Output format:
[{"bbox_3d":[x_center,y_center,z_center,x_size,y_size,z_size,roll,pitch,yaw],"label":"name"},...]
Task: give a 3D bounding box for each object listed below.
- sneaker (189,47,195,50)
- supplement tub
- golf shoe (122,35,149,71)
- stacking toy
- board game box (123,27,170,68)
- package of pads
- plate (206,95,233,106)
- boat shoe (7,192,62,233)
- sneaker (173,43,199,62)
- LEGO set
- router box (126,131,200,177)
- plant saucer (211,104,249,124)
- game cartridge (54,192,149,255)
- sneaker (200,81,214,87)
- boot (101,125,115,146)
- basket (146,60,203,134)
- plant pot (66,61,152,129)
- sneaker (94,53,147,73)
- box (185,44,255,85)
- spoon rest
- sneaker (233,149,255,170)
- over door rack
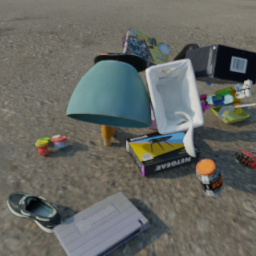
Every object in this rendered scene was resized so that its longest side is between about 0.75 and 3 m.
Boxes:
[{"bbox_3d":[2.493,-2.597,11.145,0.629,1.391,0.462,16,58,37],"label":"sneaker"},{"bbox_3d":[2.238,1.364,7.685,0.622,1.015,0.622,-18,40,16],"label":"supplement tub"},{"bbox_3d":[0.331,-3.236,12.263,0.661,1.820,0.838,-31,-9,17],"label":"golf shoe"},{"bbox_3d":[-3.114,0.704,11.381,1.234,0.521,1.117,-12,10,-21],"label":"stacking toy"},{"bbox_3d":[0.767,-3.132,11.355,1.888,0.327,1.279,19,63,-19],"label":"board game box"},{"bbox_3d":[1.751,-0.386,12.016,2.014,1.213,0.762,6,72,9],"label":"package of pads"},{"bbox_3d":[4.643,-1.378,14.245,1.445,0.185,1.445,-6,24,3],"label":"plate"},{"bbox_3d":[-2.886,2.388,8.554,2.151,0.649,0.813,16,38,22],"label":"boat shoe"},{"bbox_3d":[2.629,-3.175,12.246,0.667,0.578,1.612,-5,-12,-30],"label":"sneaker"},{"bbox_3d":[3.159,-0.810,8.911,0.733,0.789,1.923,2,-11,-40],"label":"LEGO set"},{"bbox_3d":[1.306,0.854,10.815,2.339,0.597,1.745,-13,37,-18],"label":"router box"},{"bbox_3d":[4.774,-0.628,13.230,1.269,0.304,1.271,-13,36,-18],"label":"plant saucer"},{"bbox_3d":[-0.770,2.875,8.098,2.348,0.451,1.522,-22,36,-29],"label":"game cartridge"},{"bbox_3d":[3.169,-2.387,11.989,0.849,0.748,1.905,20,20,-11],"label":"sneaker"},{"bbox_3d":[-0.855,-0.154,11.756,0.589,1.198,1.674,-1,34,-3],"label":"boot"},{"bbox_3d":[1.351,-0.929,8.645,1.358,2.003,1.236,-13,5,0],"label":"basket"},{"bbox_3d":[-0.496,-1.077,9.029,2.709,1.825,2.709,7,-7,1],"label":"plant pot"},{"bbox_3d":[-0.263,-2.528,10.490,1.963,0.686,0.883,4,26,0],"label":"sneaker"},{"bbox_3d":[2.908,-1.965,8.932,1.657,1.021,1.644,5,6,-22],"label":"box"},{"bbox_3d":[1.501,0.143,6.960,0.363,0.595,1.198,-19,74,12],"label":"spoon rest"},{"bbox_3d":[3.909,0.961,8.475,1.423,0.503,0.695,27,55,10],"label":"sneaker"},{"bbox_3d":[4.286,-0.114,8.255,2.684,1.983,0.894,-14,28,35],"label":"over door rack"}]
